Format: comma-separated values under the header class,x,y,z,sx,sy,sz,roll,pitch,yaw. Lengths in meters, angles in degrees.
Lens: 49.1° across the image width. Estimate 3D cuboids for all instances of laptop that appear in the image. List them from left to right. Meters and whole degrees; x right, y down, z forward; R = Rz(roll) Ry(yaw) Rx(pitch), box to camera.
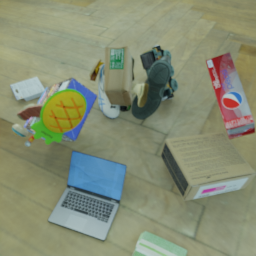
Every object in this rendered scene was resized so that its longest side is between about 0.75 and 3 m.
class,x,y,z,sx,sy,sz,roll,pitch,yaw
laptop,-1.256,2.032,8.650,1.904,1.179,2.034,13,47,14

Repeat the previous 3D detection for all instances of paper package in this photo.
class,x,y,z,sx,sy,sz,roll,pitch,yaw
paper package,-0.346,-1.968,10.844,0.940,1.732,1.817,0,78,5

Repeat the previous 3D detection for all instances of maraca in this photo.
class,x,y,z,sx,sy,sz,roll,pitch,yaw
maraca,-1.936,-0.302,7.945,1.805,1.238,0.966,-50,39,5

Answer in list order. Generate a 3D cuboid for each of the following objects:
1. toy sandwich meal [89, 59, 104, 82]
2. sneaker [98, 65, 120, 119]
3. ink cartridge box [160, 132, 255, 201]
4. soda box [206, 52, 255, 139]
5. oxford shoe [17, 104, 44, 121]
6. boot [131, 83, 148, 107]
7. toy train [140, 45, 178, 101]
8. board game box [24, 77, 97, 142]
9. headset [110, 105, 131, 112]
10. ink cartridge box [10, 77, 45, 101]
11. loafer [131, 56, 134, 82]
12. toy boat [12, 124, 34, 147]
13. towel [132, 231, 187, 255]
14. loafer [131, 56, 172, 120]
class,x,y,z,sx,sy,sz,roll,pitch,yaw
toy sandwich meal,-1.353,-2.489,12.087,0.350,1.023,1.023,30,46,-9
sneaker,-0.815,-1.676,12.135,0.953,0.961,2.653,-1,68,-13
ink cartridge box,2.603,1.214,9.450,2.440,0.917,2.011,-6,46,-19
soda box,3.589,-1.143,9.913,0.920,1.015,2.900,-16,64,19
oxford shoe,-3.082,-0.627,9.137,1.382,0.489,0.510,-8,45,33
boot,0.360,-1.170,9.958,0.310,0.851,0.661,10,1,-42
toy train,1.357,-2.372,12.296,1.050,2.463,1.404,-7,13,42
board game box,-2.447,-0.550,9.944,2.324,1.126,1.853,-3,58,53
headset,-0.288,-0.962,11.804,0.473,0.621,1.006,-3,13,41
ink cartridge box,-4.675,-1.776,13.086,1.334,0.289,1.310,-23,49,-19
loafer,-0.054,-2.393,12.681,0.674,1.792,0.624,32,28,35
toy boat,-3.303,0.224,8.764,0.813,0.684,0.378,36,83,12
towel,0.652,3.835,7.546,1.382,0.212,1.812,19,47,18
loafer,1.011,-1.543,11.177,1.043,2.904,0.913,27,42,0
